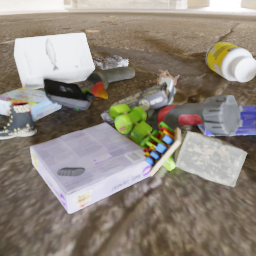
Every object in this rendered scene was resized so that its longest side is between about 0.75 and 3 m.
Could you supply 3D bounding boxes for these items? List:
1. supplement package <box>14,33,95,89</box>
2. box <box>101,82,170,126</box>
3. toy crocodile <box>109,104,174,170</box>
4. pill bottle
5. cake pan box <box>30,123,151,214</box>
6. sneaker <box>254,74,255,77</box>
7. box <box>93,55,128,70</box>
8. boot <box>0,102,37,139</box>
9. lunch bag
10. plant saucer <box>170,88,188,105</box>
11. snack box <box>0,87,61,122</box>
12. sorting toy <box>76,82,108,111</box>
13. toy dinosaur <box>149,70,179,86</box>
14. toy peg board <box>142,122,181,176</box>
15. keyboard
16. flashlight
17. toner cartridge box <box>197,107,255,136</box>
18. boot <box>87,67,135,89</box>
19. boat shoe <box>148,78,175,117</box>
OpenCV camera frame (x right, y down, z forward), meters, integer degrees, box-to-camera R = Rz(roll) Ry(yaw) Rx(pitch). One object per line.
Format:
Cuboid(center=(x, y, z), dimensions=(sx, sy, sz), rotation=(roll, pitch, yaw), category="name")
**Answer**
Cuboid(center=(-3.127, -2.792, 11.816), dimensions=(2.827, 1.652, 1.658), rotation=(-16, -2, -26), category="supplement package")
Cuboid(center=(0.306, -0.782, 8.849), dimensions=(1.998, 0.491, 1.610), rotation=(-20, 11, 16), category="box")
Cuboid(center=(0.387, 0.190, 7.488), dimensions=(2.450, 0.756, 0.827), rotation=(43, 47, 18), category="toy crocodile")
Cuboid(center=(4.842, -3.072, 13.133), dimensions=(1.479, 1.479, 2.641), rotation=(-5, 28, -9), category="pill bottle")
Cuboid(center=(-0.876, 0.774, 6.888), dimensions=(2.394, 0.626, 2.205), rotation=(-20, 36, -33), category="cake pan box")
Cuboid(center=(6.216, -2.758, 13.608), dimensions=(0.871, 0.484, 1.246), rotation=(-14, 31, -26), category="sneaker")
Cuboid(center=(-0.945, -3.592, 15.268), dimensions=(1.533, 0.382, 1.209), rotation=(-16, 32, -27), category="box")
Cuboid(center=(-3.477, -0.232, 8.297), dimensions=(1.374, 1.038, 0.496), rotation=(-5, 29, -9), category="boot")
Cuboid(center=(1.753, 0.644, 6.498), dimensions=(1.314, 0.942, 1.603), rotation=(20, 3, 6), category="lunch bag")
Cuboid(center=(1.597, -1.255, 10.858), dimensions=(1.425, 0.210, 1.425), rotation=(9, 32, -6), category="plant saucer")
Cuboid(center=(-3.561, -0.872, 9.923), dimensions=(1.773, 0.600, 1.496), rotation=(15, 28, 23), category="snack box")
Cuboid(center=(-1.431, -1.104, 10.634), dimensions=(0.641, 0.646, 1.862), rotation=(42, 48, 15), category="sorting toy")
Cuboid(center=(1.691, -2.009, 12.103), dimensions=(1.600, 0.687, 1.084), rotation=(-2, 34, -34), category="toy dinosaur")
Cuboid(center=(0.634, 0.370, 5.873), dimensions=(0.454, 0.927, 0.923), rotation=(36, 19, -1), category="toy peg board")
Cuboid(center=(-1.995, -1.157, 9.698), dimensions=(1.798, 0.384, 2.995), rotation=(7, 18, -21), category="keyboard")
Cuboid(center=(1.626, -0.184, 7.277), dimensions=(0.954, 0.951, 2.809), rotation=(-56, 24, -13), category="flashlight")
Cuboid(center=(3.389, -0.228, 8.700), dimensions=(2.346, 0.506, 1.114), rotation=(-1, 23, -3), category="toner cartridge box")
Cuboid(center=(-0.608, -2.273, 12.623), dimensions=(2.041, 0.741, 1.856), rotation=(-7, 30, -27), category="boot")
Cuboid(center=(1.234, -0.927, 9.736), dimensions=(0.665, 0.530, 1.758), rotation=(7, 60, 40), category="boat shoe")
